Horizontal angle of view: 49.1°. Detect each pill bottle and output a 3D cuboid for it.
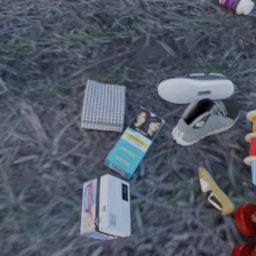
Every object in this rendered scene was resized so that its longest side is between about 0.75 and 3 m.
[{"bbox_3d":[5.205,-6.057,13.451,0.847,0.847,1.506,-34,62,-21],"label":"pill bottle"}]

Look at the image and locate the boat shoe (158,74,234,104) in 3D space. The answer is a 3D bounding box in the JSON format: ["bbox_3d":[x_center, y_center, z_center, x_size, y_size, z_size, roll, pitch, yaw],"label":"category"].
[{"bbox_3d":[2.446,-1.584,10.393,2.741,0.983,0.929,-4,41,0],"label":"boat shoe"}]

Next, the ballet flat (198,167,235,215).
[{"bbox_3d":[2.498,1.874,8.332,0.491,0.534,1.557,-32,62,-10],"label":"ballet flat"}]

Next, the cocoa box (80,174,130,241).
[{"bbox_3d":[-0.606,2.193,7.667,0.965,0.980,1.470,-25,50,31],"label":"cocoa box"}]

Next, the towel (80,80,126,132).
[{"bbox_3d":[-0.858,-0.822,9.927,1.536,0.794,1.855,4,56,-4],"label":"towel"}]

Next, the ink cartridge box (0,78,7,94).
[{"bbox_3d":[-5.394,-2.142,10.764,0.444,0.960,1.762,-36,63,-22],"label":"ink cartridge box"}]

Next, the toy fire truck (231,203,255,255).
[{"bbox_3d":[4.047,3.076,7.110,2.261,1.510,2.692,26,56,-7],"label":"toy fire truck"}]

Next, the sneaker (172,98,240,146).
[{"bbox_3d":[2.808,-0.504,9.261,2.825,1.631,1.060,-29,62,-17],"label":"sneaker"}]

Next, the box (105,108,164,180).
[{"bbox_3d":[0.245,0.466,9.159,0.939,0.561,2.282,31,61,5],"label":"box"}]

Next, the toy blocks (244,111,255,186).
[{"bbox_3d":[4.680,0.766,8.891,1.951,0.850,2.341,13,70,-3],"label":"toy blocks"}]
